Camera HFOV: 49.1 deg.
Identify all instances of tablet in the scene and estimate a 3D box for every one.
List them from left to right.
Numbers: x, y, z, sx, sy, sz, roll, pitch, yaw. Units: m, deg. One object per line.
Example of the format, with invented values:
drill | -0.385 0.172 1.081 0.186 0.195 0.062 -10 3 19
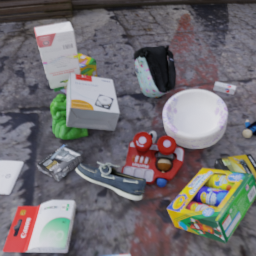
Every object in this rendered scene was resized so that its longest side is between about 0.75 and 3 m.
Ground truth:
tablet | -4.774 1.884 10.795 1.016 0.107 1.561 3 43 3

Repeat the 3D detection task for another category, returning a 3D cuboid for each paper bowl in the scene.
paper bowl | 2.840 -0.282 11.975 2.624 1.365 2.624 -7 52 9

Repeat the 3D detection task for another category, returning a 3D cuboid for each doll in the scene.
doll | 5.880 -0.063 12.633 1.905 0.462 1.300 -29 44 -19

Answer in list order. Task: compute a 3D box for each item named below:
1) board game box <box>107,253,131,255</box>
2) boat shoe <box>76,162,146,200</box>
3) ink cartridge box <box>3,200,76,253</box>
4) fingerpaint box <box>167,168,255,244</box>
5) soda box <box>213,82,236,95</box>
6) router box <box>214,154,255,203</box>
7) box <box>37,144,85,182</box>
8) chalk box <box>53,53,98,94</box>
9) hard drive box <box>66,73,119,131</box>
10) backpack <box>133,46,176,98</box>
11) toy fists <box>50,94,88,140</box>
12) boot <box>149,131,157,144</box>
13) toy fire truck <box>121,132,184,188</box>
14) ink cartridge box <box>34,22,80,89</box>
board game box | -1.105 4.763 7.186 2.571 0.734 2.626 -3 43 -2
boat shoe | -0.643 1.732 10.097 2.693 0.833 1.008 20 7 23
ink cartridge box | -2.860 3.166 9.130 2.064 0.517 1.661 2 42 0
fingerpaint box | 2.741 2.351 9.089 2.322 0.852 1.937 -37 21 -33
soda box | 5.165 -2.123 14.979 1.081 0.344 0.368 16 45 17
router box | 4.293 1.891 10.488 1.468 0.488 1.867 -7 43 -8
box | -2.642 1.336 11.068 1.157 0.365 1.467 20 46 35
chalk box | -2.946 -2.690 14.764 1.489 1.500 2.403 26 50 26
hard drive box | -1.637 -1.174 12.409 2.073 1.022 2.660 5 39 -17
backpack | 1.354 -2.776 14.106 2.024 2.426 1.535 -17 1 -31
toy fists | -2.790 -0.568 12.820 1.481 0.999 2.905 -11 45 -11
boot | 1.047 0.375 12.156 0.368 0.479 1.002 7 43 8
toy fire truck | 0.968 1.300 10.804 2.230 1.250 1.872 9 68 9
ink cartridge box | -3.213 -3.317 13.096 1.625 2.790 0.941 -14 47 -14
